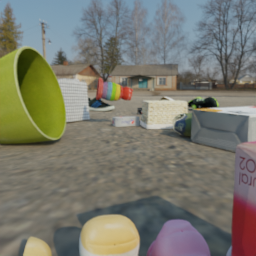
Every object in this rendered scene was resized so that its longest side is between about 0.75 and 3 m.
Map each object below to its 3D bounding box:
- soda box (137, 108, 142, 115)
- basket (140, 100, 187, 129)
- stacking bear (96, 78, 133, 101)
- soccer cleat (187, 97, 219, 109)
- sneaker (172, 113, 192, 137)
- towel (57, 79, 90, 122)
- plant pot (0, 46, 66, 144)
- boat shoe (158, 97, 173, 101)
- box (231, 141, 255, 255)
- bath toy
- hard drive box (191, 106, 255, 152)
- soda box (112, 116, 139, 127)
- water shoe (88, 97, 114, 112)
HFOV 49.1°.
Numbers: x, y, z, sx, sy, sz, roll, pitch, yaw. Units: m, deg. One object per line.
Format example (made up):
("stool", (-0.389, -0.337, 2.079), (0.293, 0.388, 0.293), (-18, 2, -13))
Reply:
("soda box", (0.864, -0.783, 13.459), (0.378, 0.338, 1.068), (-6, 9, -28))
("basket", (1.171, -0.449, 9.111), (1.409, 0.869, 0.955), (-1, 8, -11))
("stacking bear", (-0.429, -1.170, 9.192), (1.149, 0.698, 0.654), (6, 21, -13))
("soccer cleat", (4.219, -1.274, 15.899), (1.024, 0.853, 2.528), (-21, 12, -9))
("sneaker", (1.710, -0.193, 7.877), (0.898, 0.671, 2.000), (7, 12, 12))
("towel", (-2.373, -1.029, 10.649), (0.844, 1.634, 1.973), (-2, 6, 28))
("plant pot", (-2.885, -0.487, 6.314), (2.226, 2.083, 2.083), (-14, 6, 10))
("boat shoe", (1.865, -0.930, 12.487), (0.883, 0.902, 2.549), (-2, 7, -10))
("box", (1.288, 0.656, 0.207), (1.063, 1.110, 2.226), (-5, 9, -31))
("bath toy", (0.215, 0.785, 1.485), (1.466, 0.638, 0.542), (3, -15, -14))
("hard drive box", (2.721, -0.021, 6.312), (2.045, 0.785, 1.594), (-4, 10, -29))
("soda box", (-0.076, -0.216, 9.467), (0.910, 0.311, 0.289), (-4, 9, -26))
("water shoe", (-1.734, -1.379, 16.008), (2.074, 0.818, 0.741), (4, 9, 28))
